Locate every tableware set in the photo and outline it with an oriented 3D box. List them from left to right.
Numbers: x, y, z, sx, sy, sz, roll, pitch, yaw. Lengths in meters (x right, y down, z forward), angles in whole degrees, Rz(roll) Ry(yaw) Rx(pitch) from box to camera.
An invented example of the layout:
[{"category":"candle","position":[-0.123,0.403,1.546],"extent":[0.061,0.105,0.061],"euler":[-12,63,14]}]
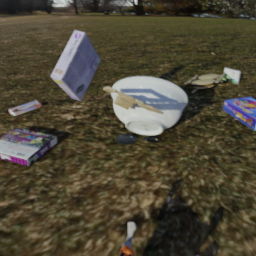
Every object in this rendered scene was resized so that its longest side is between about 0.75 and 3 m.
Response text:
[{"category":"tableware set","position":[4.364,-2.509,15.571],"extent":[1.802,0.546,2.726],"euler":[1,20,28]}]

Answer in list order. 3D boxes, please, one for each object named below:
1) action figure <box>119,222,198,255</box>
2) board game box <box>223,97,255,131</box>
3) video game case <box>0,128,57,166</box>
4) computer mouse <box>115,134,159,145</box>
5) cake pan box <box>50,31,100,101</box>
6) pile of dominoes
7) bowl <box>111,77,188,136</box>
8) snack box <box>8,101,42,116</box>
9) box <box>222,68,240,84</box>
[{"category":"action figure","position":[0.394,3.169,4.587],"extent":[2.638,1.380,2.552],"euler":[32,43,9]},{"category":"board game box","position":[5.368,-0.665,12.117],"extent":[1.432,0.477,2.131],"euler":[-8,29,-15]},{"category":"video game case","position":[-3.735,0.616,9.877],"extent":[1.809,0.324,1.639],"euler":[10,30,18]},{"category":"computer mouse","position":[0.348,0.394,10.361],"extent":[1.624,0.276,0.476],"euler":[-1,27,-2]},{"category":"cake pan box","position":[-1.726,-2.124,9.731],"extent":[0.500,1.910,1.759],"euler":[21,-10,15]},{"category":"pile of dominoes","position":[0.042,-0.674,8.077],"extent":[1.689,0.345,2.167],"euler":[24,3,-10]},{"category":"bowl","position":[0.669,-0.573,10.328],"extent":[2.917,2.917,1.311],"euler":[6,68,12]},{"category":"snack box","position":[-4.723,-0.909,12.904],"extent":[0.506,0.171,1.408],"euler":[23,36,36]},{"category":"box","position":[6.008,-3.026,16.309],"extent":[0.179,0.712,0.986],"euler":[-19,33,-34]}]
